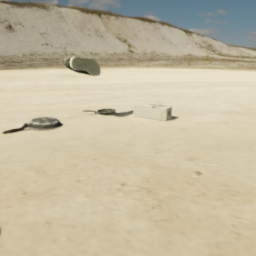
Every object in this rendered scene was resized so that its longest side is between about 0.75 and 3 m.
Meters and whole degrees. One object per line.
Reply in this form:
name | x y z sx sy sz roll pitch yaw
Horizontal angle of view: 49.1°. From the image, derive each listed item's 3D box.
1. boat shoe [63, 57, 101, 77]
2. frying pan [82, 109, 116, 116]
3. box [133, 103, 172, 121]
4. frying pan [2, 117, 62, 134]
boat shoe | -2.342 -3.212 14.685 0.800 0.849 2.365 2 -1 36
frying pan | -1.600 -0.898 16.338 1.865 0.304 1.128 -11 19 -28
box | 1.364 -0.922 15.687 2.057 0.703 0.845 9 19 29
frying pan | -4.714 -0.204 13.898 2.801 0.456 1.695 -3 16 -20
